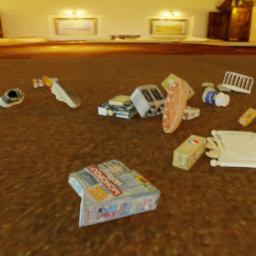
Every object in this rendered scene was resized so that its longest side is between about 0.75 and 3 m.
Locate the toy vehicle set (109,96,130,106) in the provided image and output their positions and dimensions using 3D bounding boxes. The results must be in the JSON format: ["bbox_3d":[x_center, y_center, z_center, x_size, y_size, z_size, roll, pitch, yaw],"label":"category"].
[{"bbox_3d":[-0.288,-1.097,11.206,0.575,0.123,0.926,10,24,24],"label":"toy vehicle set"}]

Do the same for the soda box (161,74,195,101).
[{"bbox_3d":[2.225,-1.821,12.859,0.748,0.707,2.207,-42,18,8],"label":"soda box"}]

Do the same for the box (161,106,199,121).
[{"bbox_3d":[1.911,-0.684,11.033,0.846,0.267,1.537,-19,28,-41],"label":"box"}]

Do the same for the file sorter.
[{"bbox_3d":[5.615,-2.335,14.365,0.859,0.770,1.237,4,19,-22],"label":"file sorter"}]

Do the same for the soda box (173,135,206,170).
[{"bbox_3d":[1.670,0.636,7.553,0.442,0.418,1.306,14,25,30],"label":"soda box"}]

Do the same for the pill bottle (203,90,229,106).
[{"bbox_3d":[3.811,-1.280,12.159,0.584,0.584,1.009,-16,27,-36],"label":"pill bottle"}]

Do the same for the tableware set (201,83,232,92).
[{"bbox_3d":[4.669,-2.129,14.844,1.541,0.179,1.287,6,24,8],"label":"tableware set"}]

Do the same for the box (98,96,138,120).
[{"bbox_3d":[-0.211,-0.856,11.329,1.373,0.397,1.728,9,23,22],"label":"box"}]

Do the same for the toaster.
[{"bbox_3d":[0.752,-1.051,10.698,1.072,0.704,1.186,-13,63,-40],"label":"toaster"}]

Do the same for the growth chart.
[{"bbox_3d":[3.096,0.540,8.077,1.738,0.213,2.402,5,22,13],"label":"growth chart"}]

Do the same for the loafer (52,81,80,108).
[{"bbox_3d":[-2.656,-1.341,11.866,0.652,0.588,1.722,-3,41,-51],"label":"loafer"}]

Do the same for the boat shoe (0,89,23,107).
[{"bbox_3d":[-4.897,-1.382,12.097,0.622,0.560,1.759,43,17,-13],"label":"boat shoe"}]

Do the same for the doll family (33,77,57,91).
[{"bbox_3d":[-4.453,-2.452,14.900,1.629,0.734,1.011,19,28,39],"label":"doll family"}]

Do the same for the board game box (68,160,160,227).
[{"bbox_3d":[-0.447,1.177,5.313,1.486,0.459,1.487,-13,36,-39],"label":"board game box"}]

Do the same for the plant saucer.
[{"bbox_3d":[1.527,-0.702,9.122,0.288,1.785,1.785,11,21,-6],"label":"plant saucer"}]

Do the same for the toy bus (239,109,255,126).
[{"bbox_3d":[4.360,-0.410,10.046,0.361,0.301,0.923,39,51,21],"label":"toy bus"}]
